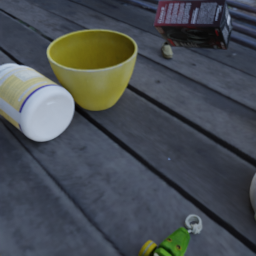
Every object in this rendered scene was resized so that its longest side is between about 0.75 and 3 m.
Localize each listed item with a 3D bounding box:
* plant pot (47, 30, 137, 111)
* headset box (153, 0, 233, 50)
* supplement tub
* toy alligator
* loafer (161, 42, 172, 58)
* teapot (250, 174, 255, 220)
[{"bbox_3d":[-1.146,-1.830,9.736,2.903,2.061,2.903,0,42,0],"label":"plant pot"},{"bbox_3d":[2.036,-3.314,9.097,2.320,1.727,0.896,11,87,27],"label":"headset box"},{"bbox_3d":[-3.139,-0.876,8.870,2.485,1.806,1.806,32,51,30],"label":"supplement tub"},{"bbox_3d":[0.737,2.683,5.786,0.947,0.687,2.858,28,49,26],"label":"toy alligator"},{"bbox_3d":[1.768,-3.597,12.921,0.446,0.396,1.174,-7,43,-7],"label":"loafer"},{"bbox_3d":[4.107,1.387,6.378,2.456,1.817,2.488,11,44,12],"label":"teapot"}]
